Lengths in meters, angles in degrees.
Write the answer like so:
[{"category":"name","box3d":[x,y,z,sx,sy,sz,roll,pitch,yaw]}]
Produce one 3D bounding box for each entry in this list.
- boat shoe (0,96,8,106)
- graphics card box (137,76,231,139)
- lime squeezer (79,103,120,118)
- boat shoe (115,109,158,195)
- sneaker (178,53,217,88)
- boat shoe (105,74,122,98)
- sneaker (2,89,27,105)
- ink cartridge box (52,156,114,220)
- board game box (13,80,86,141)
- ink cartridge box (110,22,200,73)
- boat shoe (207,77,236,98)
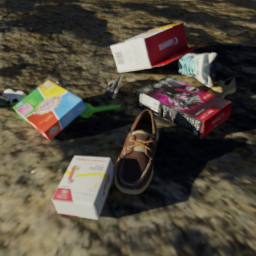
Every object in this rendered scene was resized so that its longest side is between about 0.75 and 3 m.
[{"category":"boat shoe","box3d":[-4.877,-0.860,8.936,2.087,0.758,0.655,9,80,3]},{"category":"graphics card box","box3d":[1.657,-0.736,8.572,1.542,0.625,2.458,-30,45,-34]},{"category":"lime squeezer","box3d":[-1.524,-0.673,8.640,2.453,0.463,0.866,5,39,9]},{"category":"boat shoe","box3d":[0.266,0.439,6.747,0.903,0.901,2.502,10,39,13]},{"category":"sneaker","box3d":[2.332,-2.046,9.716,1.223,1.100,2.833,4,15,7]},{"category":"boat shoe","box3d":[-0.490,-1.513,9.691,0.407,0.471,1.296,18,42,-3]},{"category":"sneaker","box3d":[-3.788,-0.981,9.147,0.910,0.355,0.452,6,54,22]},{"category":"ink cartridge box","box3d":[-0.900,1.204,5.910,0.901,0.518,1.242,2,39,15]},{"category":"board game box","box3d":[-2.311,-0.583,8.173,1.830,0.369,1.400,30,65,37]},{"category":"ink cartridge box","box3d":[1.105,-3.159,10.794,2.299,1.098,2.618,4,30,44]},{"category":"boat shoe","box3d":[3.022,-1.311,9.325,1.589,0.605,0.569,-29,39,-34]}]
